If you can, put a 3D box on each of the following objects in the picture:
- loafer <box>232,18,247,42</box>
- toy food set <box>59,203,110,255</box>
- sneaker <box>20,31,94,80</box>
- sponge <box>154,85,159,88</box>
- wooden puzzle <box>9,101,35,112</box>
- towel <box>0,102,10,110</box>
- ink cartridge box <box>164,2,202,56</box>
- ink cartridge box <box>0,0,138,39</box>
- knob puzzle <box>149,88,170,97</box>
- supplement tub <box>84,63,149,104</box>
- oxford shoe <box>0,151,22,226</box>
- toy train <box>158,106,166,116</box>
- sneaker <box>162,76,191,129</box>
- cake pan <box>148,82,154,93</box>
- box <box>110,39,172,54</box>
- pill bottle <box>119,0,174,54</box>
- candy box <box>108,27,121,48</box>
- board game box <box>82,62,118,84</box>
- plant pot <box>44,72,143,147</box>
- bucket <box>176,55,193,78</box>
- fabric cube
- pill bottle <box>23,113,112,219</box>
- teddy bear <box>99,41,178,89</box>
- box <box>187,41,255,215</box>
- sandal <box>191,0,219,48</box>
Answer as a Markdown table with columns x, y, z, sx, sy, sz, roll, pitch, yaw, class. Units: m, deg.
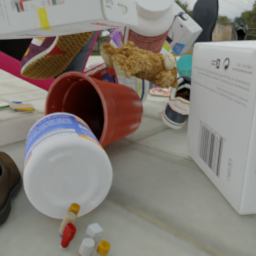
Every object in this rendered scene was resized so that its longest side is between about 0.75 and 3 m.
| x | y | z | sx | sy | sz | roll | pitch | yaw | class |
| --- | --- | --- | --- | --- | --- | --- | --- | --- | --- |
| 3.676 | -3.020 | 9.138 | 0.514 | 1.429 | 0.450 | 11 | -14 | 2 | loafer |
| -0.703 | 1.574 | 4.027 | 0.959 | 0.432 | 0.458 | 36 | 22 | 34 | toy food set |
| -1.937 | -2.340 | 7.250 | 2.782 | 1.253 | 1.043 | -30 | -23 | 34 | sneaker |
| 1.225 | -2.947 | 17.937 | 1.463 | 0.391 | 2.623 | -9 | 20 | -26 | sponge |
| -4.470 | -0.871 | 11.778 | 1.042 | 0.181 | 1.544 | 2 | 16 | -20 | wooden puzzle |
| -6.210 | -0.903 | 11.853 | 2.029 | 0.237 | 1.548 | 8 | 19 | 28 | towel |
| 1.591 | -3.296 | 9.345 | 0.587 | 1.017 | 1.402 | -30 | 74 | -35 | ink cartridge box |
| -1.181 | -2.203 | 4.997 | 2.321 | 0.968 | 1.684 | 0 | 17 | 20 | ink cartridge box |
| 2.014 | -1.979 | 14.951 | 2.173 | 0.301 | 2.173 | 2 | 20 | -1 | knob puzzle |
| -0.688 | -1.739 | 11.623 | 2.662 | 1.930 | 1.930 | -8 | 20 | -24 | supplement tub |
| -2.499 | 0.820 | 5.214 | 0.858 | 0.996 | 2.361 | -8 | 18 | -18 | oxford shoe |
| 2.401 | -1.071 | 11.382 | 2.199 | 0.814 | 2.928 | 4 | 19 | 10 | toy train |
| 2.057 | -1.230 | 9.853 | 1.156 | 1.171 | 2.949 | 25 | 42 | 1 | sneaker |
| 0.836 | -2.783 | 15.424 | 0.339 | 1.851 | 1.851 | -15 | 9 | 29 | cake pan |
| 0.551 | -3.579 | 12.192 | 1.184 | 2.335 | 1.314 | -49 | 3 | -27 | box |
| 0.514 | -2.984 | 7.985 | 1.407 | 1.407 | 2.509 | -2 | -13 | -6 | pill bottle |
| 0.290 | -3.552 | 10.583 | 0.639 | 1.498 | 1.786 | -43 | 6 | -36 | candy box |
| -0.942 | -1.064 | 8.897 | 1.419 | 0.268 | 2.757 | -26 | -18 | -3 | board game box |
| -0.764 | -0.416 | 7.644 | 2.125 | 2.125 | 2.067 | 12 | 14 | 33 | plant pot |
| 2.413 | -2.549 | 11.589 | 0.895 | 0.895 | 0.582 | 5 | -20 | 15 | bucket |
| -2.971 | -3.126 | 9.447 | 2.896 | 2.952 | 2.942 | 25 | -8 | -29 | fabric cube |
| -1.273 | 0.498 | 5.492 | 1.411 | 1.411 | 2.519 | -6 | 18 | -17 | pill bottle |
| 0.370 | -1.441 | 6.210 | 2.144 | 0.716 | 1.554 | 12 | 24 | -26 | teddy bear |
| 2.528 | -0.260 | 5.565 | 1.821 | 2.786 | 2.772 | -2 | 18 | -8 | box |
| 2.793 | -3.676 | 10.230 | 0.934 | 2.457 | 0.526 | 27 | 50 | 29 | sandal |
